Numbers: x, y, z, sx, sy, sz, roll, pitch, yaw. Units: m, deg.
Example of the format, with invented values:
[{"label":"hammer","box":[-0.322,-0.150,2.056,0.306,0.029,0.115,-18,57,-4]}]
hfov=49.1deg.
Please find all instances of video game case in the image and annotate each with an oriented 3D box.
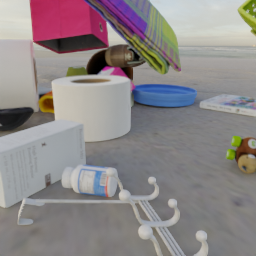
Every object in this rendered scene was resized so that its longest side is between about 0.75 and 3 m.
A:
[{"label":"video game case","box":[4.476,-0.973,11.424,2.209,0.288,2.427,14,21,37]}]

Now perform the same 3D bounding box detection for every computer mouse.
[{"label":"computer mouse","box":[-4.284,-0.253,8.743,2.760,0.635,1.938,-6,10,-11]}]

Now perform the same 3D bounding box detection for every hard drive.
[{"label":"hard drive","box":[-4.587,-1.580,13.100,2.636,0.434,1.840,13,22,37]}]

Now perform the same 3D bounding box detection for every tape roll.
[{"label":"tape roll","box":[-1.062,-0.663,8.296,2.238,1.537,2.238,0,17,0]},{"label":"tape roll","box":[-4.324,-1.854,10.218,1.833,2.669,2.669,-5,18,-13]}]

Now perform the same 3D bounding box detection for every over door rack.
[{"label":"over door rack","box":[-0.333,1.205,3.678,2.235,0.744,1.651,-5,17,-17]}]

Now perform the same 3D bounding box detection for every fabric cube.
[{"label":"fabric cube","box":[-1.845,-3.676,9.108,1.993,1.986,1.955,-4,2,11]}]

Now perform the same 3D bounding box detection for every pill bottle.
[{"label":"pill bottle","box":[-0.680,0.920,4.971,0.902,0.506,0.506,5,18,14]}]

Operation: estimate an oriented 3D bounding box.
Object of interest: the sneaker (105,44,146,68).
[{"label":"sneaker","box":[0.383,-2.757,10.718,1.103,1.028,2.920,11,26,31]}]

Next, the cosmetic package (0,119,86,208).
[{"label":"cosmetic package","box":[-1.714,0.554,5.321,0.737,1.012,1.991,12,22,33]}]

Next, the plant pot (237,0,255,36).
[{"label":"plant pot","box":[2.415,-1.802,4.542,0.735,0.810,0.806,35,22,-46]}]

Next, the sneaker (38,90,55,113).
[{"label":"sneaker","box":[-1.829,-0.782,10.013,2.985,1.089,1.151,1,34,23]}]

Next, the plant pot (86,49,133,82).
[{"label":"plant pot","box":[-1.005,-2.657,14.254,2.226,2.226,2.382,-2,4,-7]}]

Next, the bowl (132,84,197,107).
[{"label":"bowl","box":[1.583,-1.471,12.413,2.840,0.557,2.840,2,17,-1]}]

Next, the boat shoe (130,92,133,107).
[{"label":"boat shoe","box":[-0.073,-1.143,11.775,0.431,0.503,1.376,-33,20,19]}]

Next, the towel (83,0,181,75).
[{"label":"towel","box":[-0.339,-2.050,4.037,2.827,0.322,2.030,38,31,-20]}]

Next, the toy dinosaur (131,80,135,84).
[{"label":"toy dinosaur","box":[0.091,-2.495,16.306,0.786,0.452,1.554,14,24,-7]}]

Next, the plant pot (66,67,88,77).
[{"label":"plant pot","box":[-2.229,-1.922,12.389,1.413,1.510,1.413,0,17,0]}]

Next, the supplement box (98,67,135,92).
[{"label":"supplement box","box":[-0.721,-1.862,12.002,1.081,1.104,2.135,-44,21,-4]}]

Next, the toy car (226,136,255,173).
[{"label":"toy car","box":[2.493,0.645,5.740,0.713,0.685,0.868,12,30,5]}]
